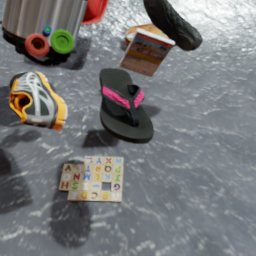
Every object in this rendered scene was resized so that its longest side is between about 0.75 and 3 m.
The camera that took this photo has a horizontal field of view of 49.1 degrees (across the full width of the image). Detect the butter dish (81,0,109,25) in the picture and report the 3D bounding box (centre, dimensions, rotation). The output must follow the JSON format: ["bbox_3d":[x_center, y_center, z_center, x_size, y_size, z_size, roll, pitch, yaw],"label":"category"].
[{"bbox_3d":[-2.352,-5.738,11.452,2.925,2.168,2.933,2,56,16],"label":"butter dish"}]

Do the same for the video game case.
[{"bbox_3d":[0.477,-2.060,7.937,1.086,1.519,0.133,15,60,-14],"label":"video game case"}]

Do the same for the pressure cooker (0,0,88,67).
[{"bbox_3d":[-2.781,-3.463,9.076,2.471,2.766,2.433,11,25,-23],"label":"pressure cooker"}]

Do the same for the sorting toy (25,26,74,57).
[{"bbox_3d":[-2.225,-2.388,7.856,1.313,0.789,0.539,-13,5,-23],"label":"sorting toy"}]

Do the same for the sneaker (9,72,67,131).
[{"bbox_3d":[-2.484,-0.780,6.939,0.990,1.003,2.563,-2,27,-42],"label":"sneaker"}]

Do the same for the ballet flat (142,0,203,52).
[{"bbox_3d":[1.383,-3.506,9.134,0.738,0.863,2.596,-34,83,-38],"label":"ballet flat"}]

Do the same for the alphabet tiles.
[{"bbox_3d":[-1.093,1.503,8.468,1.845,0.070,1.542,2,48,1],"label":"alphabet tiles"}]

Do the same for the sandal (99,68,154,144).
[{"bbox_3d":[-0.142,-0.727,6.142,1.048,0.629,2.790,1,41,-17],"label":"sandal"}]

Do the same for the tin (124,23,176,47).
[{"bbox_3d":[1.252,-4.392,13.428,2.922,0.612,1.636,-13,45,-11],"label":"tin"}]
